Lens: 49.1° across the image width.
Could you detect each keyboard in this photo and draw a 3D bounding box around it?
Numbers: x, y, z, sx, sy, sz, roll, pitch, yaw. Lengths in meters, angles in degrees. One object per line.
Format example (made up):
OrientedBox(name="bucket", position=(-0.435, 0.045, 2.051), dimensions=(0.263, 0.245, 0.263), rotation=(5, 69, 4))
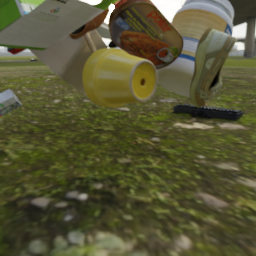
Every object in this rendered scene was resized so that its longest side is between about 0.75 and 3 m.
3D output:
OrientedBox(name="keyboard", position=(3.477, -0.763, 12.520), dimensions=(2.870, 0.368, 1.723), rotation=(10, 19, 35))

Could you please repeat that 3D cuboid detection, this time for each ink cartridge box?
OrientedBox(name="ink cartridge box", position=(-1.781, -2.815, 6.259), dimensions=(2.720, 1.030, 2.010), rotation=(-21, 2, 26))
OrientedBox(name="ink cartridge box", position=(-2.920, -0.454, 6.222), dimensions=(0.932, 0.235, 0.508), rotation=(-30, -17, -9))

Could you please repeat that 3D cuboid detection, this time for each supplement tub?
OrientedBox(name="supplement tub", position=(2.276, -2.781, 9.585), dimensions=(2.161, 2.988, 2.161), rotation=(21, -12, 5))

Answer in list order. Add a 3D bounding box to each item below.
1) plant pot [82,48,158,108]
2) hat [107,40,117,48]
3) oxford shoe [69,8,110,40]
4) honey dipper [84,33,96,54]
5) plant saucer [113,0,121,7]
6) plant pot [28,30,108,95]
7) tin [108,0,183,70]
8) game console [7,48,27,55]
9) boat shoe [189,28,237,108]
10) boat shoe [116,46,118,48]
OrientedBox(name="plant pot", position=(-0.101, -1.051, 6.123), dimensions=(1.338, 1.338, 1.259), rotation=(-15, 22, -42))
OrientedBox(name="hat", position=(-0.638, -3.334, 11.279), dimensions=(0.306, 0.758, 0.758), rotation=(38, 29, 14))
OrientedBox(name="oxford shoe", position=(-1.170, -3.248, 8.567), dimensions=(1.514, 0.540, 0.539), rotation=(-39, 12, 1))
OrientedBox(name="honey dipper", position=(-1.408, -3.139, 9.410), dimensions=(0.552, 2.908, 0.552), rotation=(-26, -6, -3))
OrientedBox(name="plant saucer", position=(-0.352, -4.053, 8.919), dimensions=(0.144, 0.782, 0.784), rotation=(-8, -21, 24))
OrientedBox(name="plant pot", position=(-2.194, -3.045, 10.728), dimensions=(2.371, 2.099, 2.368), rotation=(40, 2, 17))
OrientedBox(name="tin", position=(0.489, -2.372, 7.174), dimensions=(1.318, 0.493, 2.355), rotation=(-32, -37, 26))
OrientedBox(name="game console", position=(-2.965, -3.032, 8.595), dimensions=(1.745, 1.543, 0.271), rotation=(-5, -29, 38))
OrientedBox(name="boat shoe", position=(1.985, -1.238, 6.620), dimensions=(0.726, 2.307, 0.841), rotation=(25, 59, 23))
OrientedBox(name="boat shoe", position=(0.391, -2.364, 9.660), dimensions=(0.794, 0.936, 2.570), rotation=(22, -9, 31))
